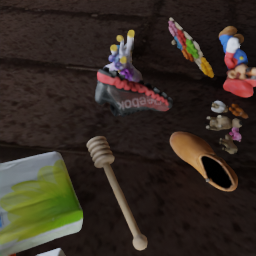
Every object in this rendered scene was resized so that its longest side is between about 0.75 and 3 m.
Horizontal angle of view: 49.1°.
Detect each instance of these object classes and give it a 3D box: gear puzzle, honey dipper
[{"bbox_3d":[2.224,-2.680,10.045,0.385,1.522,2.938,-32,51,7],"label":"gear puzzle"},{"bbox_3d":[-0.287,1.548,6.955,0.564,0.564,2.970,-19,62,-15],"label":"honey dipper"}]

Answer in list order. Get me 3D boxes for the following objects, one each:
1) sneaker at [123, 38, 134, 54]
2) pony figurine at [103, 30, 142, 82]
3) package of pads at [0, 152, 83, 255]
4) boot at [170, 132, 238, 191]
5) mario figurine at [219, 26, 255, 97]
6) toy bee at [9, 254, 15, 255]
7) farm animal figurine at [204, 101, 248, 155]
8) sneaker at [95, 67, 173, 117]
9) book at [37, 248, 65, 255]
[{"bbox_3d":[-0.139,-3.213,11.131,0.657,0.427,1.137,7,52,8],"label":"sneaker"},{"bbox_3d":[-0.178,-2.092,9.273,1.516,1.820,1.757,14,78,6],"label":"pony figurine"},{"bbox_3d":[-2.613,1.718,6.434,2.710,0.924,2.094,-12,42,-21],"label":"package of pads"},{"bbox_3d":[1.790,0.790,6.969,0.806,1.632,2.102,-46,72,10],"label":"boot"},{"bbox_3d":[3.911,-2.231,9.471,1.526,1.310,2.472,-1,72,-12],"label":"mario figurine"},{"bbox_3d":[-2.289,3.261,5.592,1.123,0.933,1.716,-7,21,-8],"label":"toy bee"},{"bbox_3d":[2.911,-0.023,8.183,0.723,1.386,1.370,10,8,-35],"label":"farm animal figurine"},{"bbox_3d":[0.138,-0.881,8.709,2.643,1.291,0.934,16,15,-24],"label":"sneaker"},{"bbox_3d":[-2.369,3.006,4.357,2.643,0.635,1.766,-21,9,7],"label":"book"}]
